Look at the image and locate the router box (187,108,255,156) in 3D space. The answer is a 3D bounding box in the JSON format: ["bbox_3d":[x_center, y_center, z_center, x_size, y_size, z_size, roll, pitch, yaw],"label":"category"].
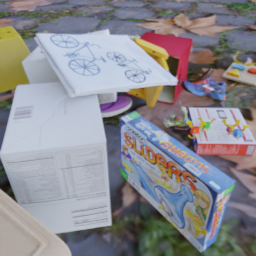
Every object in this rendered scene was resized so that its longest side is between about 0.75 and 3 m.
[{"bbox_3d":[2.607,0.056,8.088,1.551,0.422,1.728,1,37,2],"label":"router box"}]

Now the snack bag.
[{"bbox_3d":[-0.534,-1.585,6.575,2.665,0.285,2.513,-12,46,-32],"label":"snack bag"}]

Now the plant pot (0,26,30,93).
[{"bbox_3d":[-4.649,-2.670,10.510,1.964,1.732,1.964,-23,43,-23],"label":"plant pot"}]

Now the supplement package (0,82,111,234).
[{"bbox_3d":[-1.348,0.569,5.856,1.705,2.318,2.217,-6,37,-8],"label":"supplement package"}]

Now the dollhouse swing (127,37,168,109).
[{"bbox_3d":[0.374,-1.577,8.360,1.437,1.581,1.390,23,33,0],"label":"dollhouse swing"}]

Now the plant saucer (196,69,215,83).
[{"bbox_3d":[2.795,-1.867,10.242,0.150,0.870,0.870,45,44,-5],"label":"plant saucer"}]

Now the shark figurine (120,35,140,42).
[{"bbox_3d":[0.395,-3.391,12.226,2.885,1.204,1.724,18,7,11],"label":"shark figurine"}]

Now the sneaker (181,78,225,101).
[{"bbox_3d":[2.551,-1.389,9.423,1.699,0.666,0.640,7,14,-22],"label":"sneaker"}]

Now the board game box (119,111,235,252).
[{"bbox_3d":[0.774,1.006,5.738,0.448,1.762,2.603,-25,43,-30],"label":"board game box"}]

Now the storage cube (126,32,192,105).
[{"bbox_3d":[1.081,-2.175,9.913,2.065,1.765,1.856,15,39,19],"label":"storage cube"}]

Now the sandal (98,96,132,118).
[{"bbox_3d":[-1.147,-0.807,9.039,2.620,0.644,1.066,-8,38,-10],"label":"sandal"}]

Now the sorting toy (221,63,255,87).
[{"bbox_3d":[4.906,-2.085,11.004,2.037,0.300,1.506,23,43,28],"label":"sorting toy"}]

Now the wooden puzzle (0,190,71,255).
[{"bbox_3d":[-2.378,1.602,3.155,2.623,0.488,2.427,36,46,13],"label":"wooden puzzle"}]

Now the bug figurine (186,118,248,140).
[{"bbox_3d":[2.296,0.030,7.227,1.485,0.382,1.151,5,16,23],"label":"bug figurine"}]

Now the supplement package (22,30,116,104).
[{"bbox_3d":[-1.570,-1.768,8.518,2.233,1.642,2.135,-9,31,5],"label":"supplement package"}]

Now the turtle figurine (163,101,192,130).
[{"bbox_3d":[1.335,-0.335,8.075,0.937,0.909,0.675,23,78,-16],"label":"turtle figurine"}]
